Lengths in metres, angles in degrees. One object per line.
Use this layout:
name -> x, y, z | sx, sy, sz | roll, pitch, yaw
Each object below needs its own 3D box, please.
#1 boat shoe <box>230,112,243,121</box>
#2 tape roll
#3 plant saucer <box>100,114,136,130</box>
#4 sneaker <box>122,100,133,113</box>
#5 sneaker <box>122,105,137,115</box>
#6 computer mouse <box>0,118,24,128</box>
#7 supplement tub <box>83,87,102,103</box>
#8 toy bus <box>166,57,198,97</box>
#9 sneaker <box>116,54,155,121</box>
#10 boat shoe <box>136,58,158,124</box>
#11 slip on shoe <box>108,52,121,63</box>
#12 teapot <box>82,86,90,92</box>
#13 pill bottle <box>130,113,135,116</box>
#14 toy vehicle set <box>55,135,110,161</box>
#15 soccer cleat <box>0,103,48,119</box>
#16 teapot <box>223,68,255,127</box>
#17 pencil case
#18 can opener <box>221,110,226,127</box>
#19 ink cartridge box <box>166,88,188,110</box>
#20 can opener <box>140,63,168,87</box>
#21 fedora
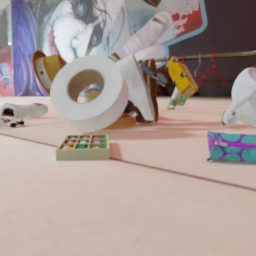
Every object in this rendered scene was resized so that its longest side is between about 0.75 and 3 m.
boat shoe -> 5.789, -0.751, 14.082 | 0.785, 0.707, 2.182 | 0, 8, 2
tape roll -> -1.324, -1.235, 9.792 | 2.635, 2.635, 0.922 | 2, -24, 16
plant saucer -> -0.849, -0.311, 12.032 | 2.432, 0.455, 2.432 | -1, 9, 0
sneaker -> -0.820, -1.600, 12.320 | 1.319, 2.303, 0.880 | -5, -33, -44
sneaker -> -0.039, -0.834, 13.284 | 1.392, 0.497, 0.556 | -2, -23, 8
computer mouse -> -5.321, -0.220, 11.876 | 1.615, 0.354, 0.885 | 6, 13, 3
supplement tub -> -1.613, -1.194, 13.885 | 1.020, 1.403, 1.020 | -13, -26, -6
toy bus -> 2.193, -2.166, 11.644 | 0.709, 0.589, 1.811 | 12, 44, -30
sneaker -> -0.002, -1.371, 11.175 | 1.546, 2.675, 0.986 | -21, 1, 13
boat shoe -> 0.735, -1.620, 12.355 | 1.021, 2.903, 1.022 | -3, -10, 29
slip on shoe -> -0.283, -2.786, 12.520 | 0.420, 1.387, 0.527 | -43, -6, -17
teapot -> -2.420, -2.365, 13.401 | 1.246, 1.262, 0.922 | 29, -20, 18
pill bottle -> -0.146, -1.412, 15.023 | 1.611, 1.611, 2.784 | 1, 0, 4
toy vehicle set -> -1.116, 0.474, 7.349 | 1.237, 0.264, 1.991 | -1, 8, -5
soccer cleat -> -5.449, -0.791, 14.669 | 2.447, 0.855, 1.057 | 0, 30, -15
teapot -> 5.320, -0.959, 11.414 | 2.845, 2.078, 2.808 | 22, 35, -1
pencil case -> 2.561, 0.435, 6.164 | 1.609, 0.685, 0.744 | 1, -9, 16
can opener -> 4.015, -0.402, 11.450 | 0.314, 0.939, 0.250 | -22, 57, -10
ink cartridge box -> 2.349, -1.378, 12.896 | 0.410, 1.383, 0.718 | 26, -4, -24
can opener -> 1.083, -2.247, 11.505 | 1.413, 0.472, 0.377 | 50, 23, 19
fedora -> -2.958, -2.233, 11.432 | 0.920, 2.256, 2.256 | -22, 4, 12
